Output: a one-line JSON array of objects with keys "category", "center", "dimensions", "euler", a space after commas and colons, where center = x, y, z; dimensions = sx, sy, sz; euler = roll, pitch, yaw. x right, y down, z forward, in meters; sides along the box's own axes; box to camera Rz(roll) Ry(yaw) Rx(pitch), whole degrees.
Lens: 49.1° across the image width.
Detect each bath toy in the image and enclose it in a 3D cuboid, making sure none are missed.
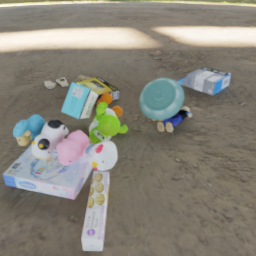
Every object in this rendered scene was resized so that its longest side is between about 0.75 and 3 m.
[{"category": "bath toy", "center": [-1.790, 0.504, 8.203], "dimensions": [2.985, 1.103, 1.298], "euler": [18, 76, 12]}]

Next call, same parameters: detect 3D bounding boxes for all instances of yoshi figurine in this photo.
[{"category": "yoshi figurine", "center": [-0.697, -0.311, 10.294], "dimensions": [1.430, 1.425, 2.545], "euler": [8, 34, 1]}]

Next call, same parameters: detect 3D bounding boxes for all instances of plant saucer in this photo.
[{"category": "plant saucer", "center": [1.242, -1.204, 10.921], "dimensions": [1.828, 0.329, 1.828], "euler": [-8, 67, 20]}]

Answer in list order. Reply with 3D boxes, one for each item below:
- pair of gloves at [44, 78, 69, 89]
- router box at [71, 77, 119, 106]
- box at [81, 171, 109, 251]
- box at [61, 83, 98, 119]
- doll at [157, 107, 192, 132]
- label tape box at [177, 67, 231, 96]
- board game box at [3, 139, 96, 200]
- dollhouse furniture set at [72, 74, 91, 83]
[{"category": "pair of gloves", "center": [-3.812, -2.366, 14.783], "dimensions": [1.181, 0.207, 1.004], "euler": [-12, 33, -17]}, {"category": "router box", "center": [-1.591, -1.767, 13.456], "dimensions": [1.571, 0.522, 1.999], "euler": [-19, 36, -29]}, {"category": "box", "center": [-0.794, 2.021, 7.229], "dimensions": [0.482, 0.450, 2.326], "euler": [1, 31, 1]}, {"category": "box", "center": [-1.668, -0.918, 10.058], "dimensions": [0.619, 1.036, 2.518], "euler": [22, 2, -1]}, {"category": "doll", "center": [1.900, -0.429, 11.247], "dimensions": [1.301, 0.462, 1.907], "euler": [4, 27, 40]}, {"category": "label tape box", "center": [3.839, -2.576, 14.612], "dimensions": [2.327, 0.737, 1.678], "euler": [26, 40, 36]}, {"category": "board game box", "center": [-2.239, 1.114, 8.711], "dimensions": [2.183, 0.476, 2.194], "euler": [8, 32, 13]}, {"category": "dollhouse furniture set", "center": [-2.376, -2.326, 14.672], "dimensions": [0.813, 0.452, 0.719], "euler": [25, 64, 35]}]
